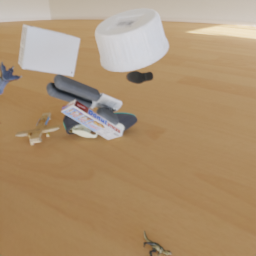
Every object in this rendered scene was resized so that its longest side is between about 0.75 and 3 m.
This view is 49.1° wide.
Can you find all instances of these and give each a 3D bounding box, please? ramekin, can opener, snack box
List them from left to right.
[{"bbox_3d":[-1.009,-0.712,7.429,2.388,0.628,0.794,22,38,-46],"label":"can opener"},{"bbox_3d":[-0.632,-0.112,5.054,0.408,1.134,0.138,-16,51,43],"label":"snack box"},{"bbox_3d":[0.038,-1.733,5.389,1.396,0.680,1.396,-11,39,9],"label":"ramekin"}]

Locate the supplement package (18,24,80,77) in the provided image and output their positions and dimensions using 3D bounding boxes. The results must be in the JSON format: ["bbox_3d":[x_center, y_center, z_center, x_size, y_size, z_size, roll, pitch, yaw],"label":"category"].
[{"bbox_3d":[-2.641,-2.558,9.334,1.700,1.324,0.943,4,20,-31],"label":"supplement package"}]

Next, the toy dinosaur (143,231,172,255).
[{"bbox_3d":[0.531,2.568,6.076,0.372,0.200,0.844,-7,25,-44],"label":"toy dinosaur"}]

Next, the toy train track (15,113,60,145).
[{"bbox_3d":[-3.271,0.051,10.671,1.558,0.442,2.717,-10,23,-3],"label":"toy train track"}]

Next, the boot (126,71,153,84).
[{"bbox_3d":[0.320,-1.763,9.915,1.220,0.449,0.460,-11,8,-42],"label":"boot"}]

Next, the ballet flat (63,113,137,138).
[{"bbox_3d":[-1.012,-0.032,10.374,2.775,1.014,1.014,2,27,-9],"label":"ballet flat"}]

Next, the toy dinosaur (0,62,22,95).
[{"bbox_3d":[-3.937,-0.907,6.528,2.699,1.562,2.974,-32,39,26],"label":"toy dinosaur"}]
